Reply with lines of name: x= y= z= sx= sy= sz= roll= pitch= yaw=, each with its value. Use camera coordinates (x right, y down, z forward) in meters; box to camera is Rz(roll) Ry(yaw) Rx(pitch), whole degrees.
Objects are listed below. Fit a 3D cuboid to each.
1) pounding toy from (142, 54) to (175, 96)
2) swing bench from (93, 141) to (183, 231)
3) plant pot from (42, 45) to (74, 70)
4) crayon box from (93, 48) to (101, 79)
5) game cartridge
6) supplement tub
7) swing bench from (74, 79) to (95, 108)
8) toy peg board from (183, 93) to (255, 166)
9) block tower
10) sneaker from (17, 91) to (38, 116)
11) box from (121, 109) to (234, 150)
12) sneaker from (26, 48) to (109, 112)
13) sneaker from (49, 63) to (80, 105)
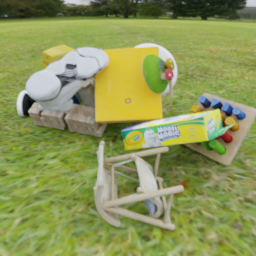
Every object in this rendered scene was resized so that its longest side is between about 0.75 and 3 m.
pounding toy: x=1.239 y=-1.789 z=9.071 sx=0.787 sy=1.310 sz=1.697 roll=-12 pitch=-9 yaw=37
swing bench: x=0.133 y=1.368 z=6.988 sx=1.947 sy=1.263 sz=1.937 roll=4 pitch=26 yaw=-5
plant pot: x=-2.968 y=-2.771 z=12.000 sx=1.112 sy=1.260 sz=1.260 roll=-17 pitch=35 yaw=-38
crayon box: x=-0.752 y=-1.785 z=11.159 sx=0.604 sy=1.509 sz=2.377 roll=-27 pitch=65 yaw=-12
game cartridge: x=-0.012 y=-1.497 z=9.802 sx=2.311 sy=2.622 sz=0.425 roll=-2 pitch=-11 yaw=5
supplement tub: x=0.624 y=-1.986 z=11.638 sx=2.110 sy=2.110 sz=2.917 roll=-5 pitch=-5 yaw=-9
swing bench: x=-1.693 y=-1.362 z=11.233 sx=1.177 sy=1.805 sz=1.815 roll=-24 pitch=46 yaw=0
toy peg board: x=2.718 y=-0.153 z=9.154 sx=2.017 sy=2.009 sz=0.987 roll=28 pitch=-1 yaw=43
block tower: x=-2.330 y=-0.421 z=10.850 sx=2.953 sy=0.854 sz=0.798 roll=10 pitch=54 yaw=17
sneaker: x=-3.959 y=-1.314 z=12.752 sx=1.465 sy=0.957 sz=2.619 roll=-1 pitch=26 yaw=0
box: x=1.468 y=0.039 z=8.195 sx=2.918 sy=0.706 sz=1.712 roll=-7 pitch=6 yaw=31
sneaker: x=-2.015 y=-1.591 z=9.699 sx=2.935 sy=1.687 sz=1.103 roll=-33 pitch=76 yaw=-18
sneaker: x=-2.840 y=-1.436 z=11.272 sx=1.080 sy=2.773 sz=0.972 roll=-1 pitch=52 yaw=10
